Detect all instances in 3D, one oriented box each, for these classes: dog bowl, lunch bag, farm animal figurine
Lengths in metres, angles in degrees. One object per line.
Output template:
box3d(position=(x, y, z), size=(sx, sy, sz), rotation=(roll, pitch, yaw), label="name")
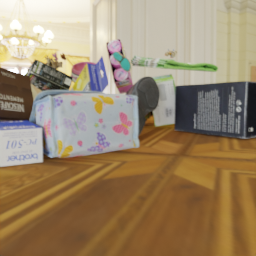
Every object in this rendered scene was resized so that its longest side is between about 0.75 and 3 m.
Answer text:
box3d(position=(-1.983, -2.614, 13.150), size=(1.536, 0.566, 1.536), rotation=(2, 35, -1), label="dog bowl")
box3d(position=(-0.995, -0.134, 5.680), size=(1.717, 1.287, 2.025), rotation=(-4, 2, -27), label="lunch bag")
box3d(position=(-2.996, -2.612, 11.496), size=(1.046, 0.545, 1.034), rotation=(-30, -1, -45), label="farm animal figurine")

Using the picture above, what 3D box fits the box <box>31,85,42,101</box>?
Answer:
box3d(position=(-3.068, -0.743, 8.398), size=(2.019, 0.959, 0.785), rotation=(34, 27, 15), label="box")

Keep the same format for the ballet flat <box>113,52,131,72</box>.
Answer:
box3d(position=(-0.144, -2.401, 10.177), size=(0.358, 0.388, 1.149), rotation=(15, 33, -53), label="ballet flat")

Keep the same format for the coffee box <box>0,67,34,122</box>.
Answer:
box3d(position=(-3.661, -0.463, 6.142), size=(2.731, 1.090, 1.544), rotation=(-11, -6, 19), label="coffee box")

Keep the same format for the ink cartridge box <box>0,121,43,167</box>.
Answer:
box3d(position=(-2.988, 0.296, 4.530), size=(2.869, 0.634, 1.349), rotation=(-3, 8, -30), label="ink cartridge box")

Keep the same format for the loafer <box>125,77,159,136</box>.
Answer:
box3d(position=(0.122, -0.633, 8.018), size=(0.908, 1.037, 2.885), rotation=(-17, 24, 30), label="loafer")

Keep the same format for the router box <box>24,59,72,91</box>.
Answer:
box3d(position=(-3.237, -1.664, 10.738), size=(1.496, 0.620, 1.996), rotation=(24, -26, -29), label="router box")

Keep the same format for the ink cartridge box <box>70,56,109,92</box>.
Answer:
box3d(position=(-1.376, -1.365, 9.489), size=(0.428, 1.820, 1.798), rotation=(18, 35, -28), label="ink cartridge box")

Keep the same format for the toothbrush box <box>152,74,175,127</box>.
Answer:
box3d(position=(1.344, -1.104, 10.532), size=(0.927, 1.568, 2.153), rotation=(-8, 14, 7), label="toothbrush box")

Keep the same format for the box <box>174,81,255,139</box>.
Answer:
box3d(position=(3.259, -0.614, 8.783), size=(2.573, 1.536, 2.616), rotation=(-4, 6, -35), label="box")

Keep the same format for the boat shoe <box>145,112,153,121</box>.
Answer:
box3d(position=(0.555, -0.608, 11.517), size=(0.829, 0.877, 2.439), rotation=(42, 18, 5), label="boat shoe")

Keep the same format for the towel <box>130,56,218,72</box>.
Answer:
box3d(position=(1.617, -2.438, 10.543), size=(2.200, 0.453, 2.949), rotation=(-2, 14, -22), label="towel")

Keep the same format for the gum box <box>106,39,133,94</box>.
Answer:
box3d(position=(-0.321, -2.445, 11.062), size=(0.626, 1.893, 1.074), rotation=(-14, -19, 7), label="gum box")

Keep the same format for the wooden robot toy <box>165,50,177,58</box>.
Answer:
box3d(position=(1.614, -2.878, 11.021), size=(0.342, 0.332, 0.754), rotation=(-24, 23, -14), label="wooden robot toy")
